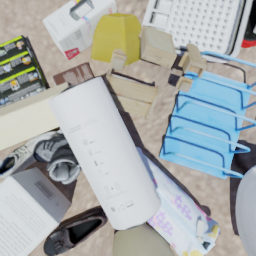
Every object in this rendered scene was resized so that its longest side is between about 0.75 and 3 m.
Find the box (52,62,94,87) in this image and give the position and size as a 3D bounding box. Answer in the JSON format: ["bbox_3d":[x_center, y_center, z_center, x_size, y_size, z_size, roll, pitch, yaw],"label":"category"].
[{"bbox_3d":[-1.498,-1.363,7.758,1.025,0.384,0.513,-23,90,-3],"label":"box"}]

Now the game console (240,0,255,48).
[{"bbox_3d":[3.762,-3.715,8.110,2.218,0.389,2.508,-19,84,-5],"label":"game console"}]

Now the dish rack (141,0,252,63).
[{"bbox_3d":[1.807,-2.905,7.664,2.653,0.578,2.277,15,82,15],"label":"dish rack"}]

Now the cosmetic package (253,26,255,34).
[{"bbox_3d":[4.278,-3.053,6.908,1.389,1.670,1.398,29,81,9],"label":"cosmetic package"}]

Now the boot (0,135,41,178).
[{"bbox_3d":[-2.766,0.760,7.335,0.555,0.722,1.510,42,85,5],"label":"boot"}]

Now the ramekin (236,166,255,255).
[{"bbox_3d":[3.487,1.985,6.067,1.137,2.441,2.441,2,83,-9],"label":"ramekin"}]

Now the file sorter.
[{"bbox_3d":[2.126,-0.258,7.003,1.870,1.653,2.695,18,84,3],"label":"file sorter"}]

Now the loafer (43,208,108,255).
[{"bbox_3d":[-1.378,2.678,7.148,1.859,0.586,0.668,-31,88,-4],"label":"loafer"}]

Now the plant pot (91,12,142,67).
[{"bbox_3d":[-0.245,-2.326,7.180,1.081,1.074,1.105,18,123,27],"label":"plant pot"}]

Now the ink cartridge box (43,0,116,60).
[{"bbox_3d":[-1.208,-2.785,7.484,1.766,1.303,0.756,-38,83,-5],"label":"ink cartridge box"}]

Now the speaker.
[{"bbox_3d":[-0.441,0.489,5.601,1.181,1.181,2.908,-27,99,-3],"label":"speaker"}]

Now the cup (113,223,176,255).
[{"bbox_3d":[0.232,2.951,6.796,1.536,1.536,1.099,-26,64,-3],"label":"cup"}]

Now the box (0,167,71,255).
[{"bbox_3d":[-2.869,2.406,6.413,2.701,2.057,1.436,-44,91,-4],"label":"box"}]

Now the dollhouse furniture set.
[{"bbox_3d":[0.430,-1.085,6.944,2.035,2.387,1.165,15,40,-10],"label":"dollhouse furniture set"}]

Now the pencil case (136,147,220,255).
[{"bbox_3d":[0.810,1.842,6.890,2.958,1.342,1.230,45,96,6],"label":"pencil case"}]

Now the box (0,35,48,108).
[{"bbox_3d":[-3.381,-1.357,7.750,1.895,0.450,1.830,-25,81,-2],"label":"box"}]

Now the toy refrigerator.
[{"bbox_3d":[-2.533,-0.235,7.166,2.491,0.946,0.872,-23,114,-4],"label":"toy refrigerator"}]

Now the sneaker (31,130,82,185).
[{"bbox_3d":[-1.698,0.700,6.581,2.133,0.805,1.214,-19,38,33],"label":"sneaker"}]
